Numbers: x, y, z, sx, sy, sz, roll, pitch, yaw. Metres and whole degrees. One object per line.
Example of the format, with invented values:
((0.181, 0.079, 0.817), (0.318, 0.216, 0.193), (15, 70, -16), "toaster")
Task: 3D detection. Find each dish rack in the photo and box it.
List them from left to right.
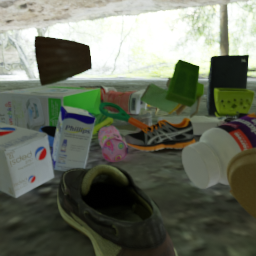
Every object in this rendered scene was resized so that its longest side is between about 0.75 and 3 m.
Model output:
((3.294, 0.047, 6.716), (1.821, 0.648, 2.374), (10, 11, 30), "dish rack")

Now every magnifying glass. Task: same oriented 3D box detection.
((-0.099, -0.276, 7.272), (1.489, 0.167, 0.593), (26, 32, 16), "magnifying glass")

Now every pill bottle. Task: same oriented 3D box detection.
((-1.508, -1.186, 11.699), (2.034, 1.159, 1.159), (-7, 14, -31), "pill bottle")
((1.830, 0.368, 4.710), (1.750, 0.975, 0.975), (-19, 18, -18), "pill bottle")

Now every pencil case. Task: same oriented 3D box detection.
((-0.356, 0.317, 6.213), (0.582, 0.582, 1.331), (-2, 11, -9), "pencil case")

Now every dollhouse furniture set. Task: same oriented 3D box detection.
((1.298, -0.795, 8.657), (1.494, 1.154, 2.989), (18, -20, -7), "dollhouse furniture set")

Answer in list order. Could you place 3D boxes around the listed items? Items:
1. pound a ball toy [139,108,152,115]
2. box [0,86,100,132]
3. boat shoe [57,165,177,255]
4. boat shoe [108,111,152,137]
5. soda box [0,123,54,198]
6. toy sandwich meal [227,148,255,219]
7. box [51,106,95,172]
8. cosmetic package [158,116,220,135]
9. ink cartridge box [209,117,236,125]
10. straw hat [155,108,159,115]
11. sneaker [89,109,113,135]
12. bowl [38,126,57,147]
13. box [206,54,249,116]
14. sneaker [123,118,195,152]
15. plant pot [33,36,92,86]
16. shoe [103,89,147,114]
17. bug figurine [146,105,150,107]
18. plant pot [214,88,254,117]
((0.393, -0.206, 8.491), (0.491, 0.752, 0.320), (8, 16, -30), "pound a ball toy")
((-2.394, -0.597, 8.937), (2.266, 1.241, 2.568), (6, 14, 17), "box")
((-0.253, 0.823, 3.257), (0.895, 0.823, 2.505), (-8, 14, -25), "boat shoe")
((-0.228, -0.192, 8.118), (0.850, 0.739, 2.306), (-11, 17, -42), "boat shoe")
((-2.436, 0.414, 5.016), (2.422, 0.825, 0.771), (10, 23, 37), "soda box")
((1.624, 0.622, 2.828), (1.344, 1.344, 0.460), (12, 46, 44), "toy sandwich meal")
((-1.083, 0.189, 5.371), (0.564, 1.075, 0.989), (11, 7, -20), "box")
((1.783, -0.086, 8.430), (1.561, 0.403, 1.177), (-1, 9, -8), "cosmetic package")
((3.288, -0.108, 8.790), (1.402, 0.313, 1.235), (-3, 12, -13), "ink cartridge box")
((1.432, -1.002, 11.343), (0.470, 1.111, 1.111), (12, 13, 1), "straw hat")
((-1.017, -0.122, 7.654), (1.306, 0.546, 0.484), (-23, -15, 16), "sneaker")
((-1.609, 0.224, 6.717), (1.116, 0.219, 1.116), (17, 11, -3), "bowl")
((4.116, -1.841, 11.850), (1.418, 2.376, 2.416), (3, 13, 13), "box")
((0.745, 0.143, 6.764), (1.791, 0.692, 0.701), (-4, 15, -13), "sneaker")
((-2.228, -2.418, 9.889), (1.831, 1.712, 1.712), (-7, 13, -10), "plant pot")
((-0.027, -1.063, 11.006), (1.289, 1.013, 2.834), (8, 9, 12), "shoe")
((-0.160, -1.355, 13.635), (2.075, 0.689, 2.676), (10, 16, 39), "bug figurine")
((3.783, -0.834, 10.205), (1.241, 1.127, 1.235), (2, 12, 11), "plant pot")
